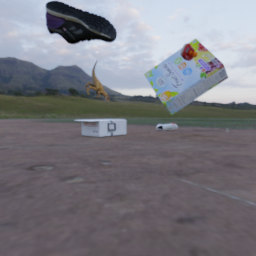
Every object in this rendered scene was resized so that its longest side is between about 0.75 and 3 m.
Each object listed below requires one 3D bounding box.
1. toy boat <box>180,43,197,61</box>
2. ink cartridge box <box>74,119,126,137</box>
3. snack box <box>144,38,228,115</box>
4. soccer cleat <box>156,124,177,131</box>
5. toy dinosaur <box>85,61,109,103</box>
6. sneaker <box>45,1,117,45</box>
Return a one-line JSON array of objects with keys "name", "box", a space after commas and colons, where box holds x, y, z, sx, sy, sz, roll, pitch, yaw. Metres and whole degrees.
[{"name": "toy boat", "box": [2.215, -2.642, 9.932, 0.516, 0.515, 0.790, 28, 9, 26]}, {"name": "ink cartridge box", "box": [-1.420, -0.014, 14.491, 1.421, 0.818, 2.453, 3, 5, 42]}, {"name": "snack box", "box": [2.536, -2.371, 12.799, 2.978, 2.511, 1.008, -35, -45, 10]}, {"name": "soccer cleat", "box": [2.500, -0.020, 18.210, 1.381, 0.474, 0.588, 2, 18, 24]}, {"name": "toy dinosaur", "box": [-1.107, -1.501, 9.572, 0.766, 1.442, 0.435, -24, 19, 0]}, {"name": "sneaker", "box": [-1.459, -3.025, 8.699, 2.316, 1.014, 0.877, 25, 45, 5]}]
